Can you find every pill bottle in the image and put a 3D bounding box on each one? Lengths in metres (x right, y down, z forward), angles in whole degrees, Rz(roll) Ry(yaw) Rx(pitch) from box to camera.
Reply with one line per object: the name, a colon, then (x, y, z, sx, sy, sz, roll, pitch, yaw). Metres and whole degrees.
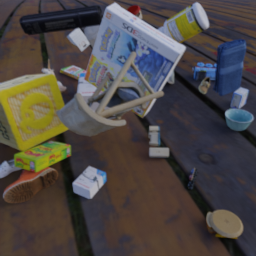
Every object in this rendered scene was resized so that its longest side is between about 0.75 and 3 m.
pill bottle: (2.244, -4.231, 11.771, 1.989, 1.118, 1.118, -21, 21, 34)

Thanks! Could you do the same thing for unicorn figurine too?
unicorn figurine: (-4.172, -2.338, 14.312, 2.706, 0.999, 1.859, 41, 39, 26)

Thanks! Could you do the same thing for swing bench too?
swing bench: (-0.595, -0.650, 7.631, 2.114, 1.372, 2.103, -42, 11, -24)

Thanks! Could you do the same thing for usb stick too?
usb stick: (-2.361, -3.854, 10.057, 2.897, 0.803, 0.472, -9, 64, -1)

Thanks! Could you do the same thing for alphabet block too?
alphabet block: (-3.705, -0.644, 10.074, 2.172, 2.133, 2.122, 8, 31, 46)

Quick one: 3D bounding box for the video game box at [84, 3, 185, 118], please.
video game box: (0.049, -2.049, 9.095, 2.580, 2.831, 0.663, 35, 44, 7)

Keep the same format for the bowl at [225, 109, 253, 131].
bowl: (4.457, -0.271, 11.405, 1.079, 0.564, 1.079, 0, 34, 0)

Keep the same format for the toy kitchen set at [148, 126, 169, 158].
toy kitchen set: (1.106, 0.585, 10.333, 0.682, 0.928, 1.158, 1, 70, 2)

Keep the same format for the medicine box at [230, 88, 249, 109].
medicine box: (5.113, -1.350, 12.872, 0.411, 0.728, 0.799, 27, 42, 34)

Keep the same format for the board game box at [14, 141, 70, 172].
board game box: (-2.770, 0.903, 9.244, 0.876, 0.411, 1.724, 10, 16, 23)

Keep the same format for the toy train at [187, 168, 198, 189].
toy train: (2.056, 1.616, 8.959, 0.214, 0.160, 0.935, 2, 33, 25)

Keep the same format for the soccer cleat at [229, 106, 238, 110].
soccer cleat: (4.740, -0.513, 12.074, 0.456, 0.353, 1.091, -32, 41, 6)

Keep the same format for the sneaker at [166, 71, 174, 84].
sneaker: (1.910, -2.962, 15.300, 1.004, 0.881, 2.505, -7, 27, -2)

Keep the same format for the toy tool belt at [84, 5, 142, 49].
toy tool belt: (-0.503, -4.337, 13.046, 2.782, 1.709, 1.737, -24, 52, 8)

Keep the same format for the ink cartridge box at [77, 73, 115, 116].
ink cartridge box: (-1.314, -1.607, 12.915, 1.898, 1.096, 2.600, -3, 34, -4)

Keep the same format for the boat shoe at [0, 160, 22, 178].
boat shoe: (-4.000, 1.278, 9.211, 1.204, 0.417, 0.426, -26, 41, -33)

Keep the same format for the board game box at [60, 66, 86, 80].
board game box: (-3.035, -3.175, 16.070, 1.880, 0.282, 0.898, 24, 40, 36)

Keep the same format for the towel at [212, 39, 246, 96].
towel: (3.600, -2.133, 9.969, 1.058, 1.894, 0.460, -18, 38, -13)

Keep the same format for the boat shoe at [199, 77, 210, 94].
boat shoe: (3.155, -1.766, 11.500, 0.367, 0.329, 0.991, 27, 45, -2)

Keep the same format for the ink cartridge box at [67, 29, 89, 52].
ink cartridge box: (-2.527, -4.501, 14.357, 0.238, 1.005, 0.805, -8, 38, 50)

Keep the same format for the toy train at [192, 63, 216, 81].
toy train: (4.444, -3.059, 15.489, 1.742, 0.755, 0.995, 6, 43, 4)

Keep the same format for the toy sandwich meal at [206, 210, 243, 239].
toy sandwich meal: (2.530, 2.571, 7.399, 0.945, 0.324, 0.945, 3, 35, -2)

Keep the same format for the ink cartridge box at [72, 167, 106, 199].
ink cartridge box: (-1.185, 1.678, 8.650, 0.653, 0.383, 0.891, 16, 36, 23)

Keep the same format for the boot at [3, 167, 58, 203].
boot: (-3.111, 1.648, 8.550, 0.915, 0.640, 1.707, 21, 31, 34)
